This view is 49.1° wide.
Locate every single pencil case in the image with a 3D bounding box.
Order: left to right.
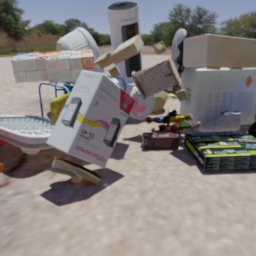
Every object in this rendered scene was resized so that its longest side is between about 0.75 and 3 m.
[{"bbox_3d":[-0.123,-1.289,11.697,1.230,1.342,2.958,-5,19,-29],"label":"pencil case"}]

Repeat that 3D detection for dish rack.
[{"bbox_3d":[-2.710,0.137,7.901,2.653,0.578,2.277,16,12,32],"label":"dish rack"}]

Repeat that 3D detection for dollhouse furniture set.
[{"bbox_3d":[0.388,-1.385,8.425,2.035,2.387,1.165,-21,22,23],"label":"dollhouse furniture set"}]

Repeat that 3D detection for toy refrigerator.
[{"bbox_3d":[2.837,-2.091,8.055,2.491,0.872,0.946,-5,11,-30],"label":"toy refrigerator"}]

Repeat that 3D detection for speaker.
[{"bbox_3d":[-0.077,-3.256,10.821,1.181,2.908,1.181,-4,37,3],"label":"speaker"}]

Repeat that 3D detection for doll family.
[{"bbox_3d":[1.356,-0.164,9.035,1.106,0.751,1.913,-5,-7,-24],"label":"doll family"}]

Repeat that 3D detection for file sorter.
[{"bbox_3d":[-1.537,-0.892,9.991,1.870,1.653,2.695,16,24,40],"label":"file sorter"}]

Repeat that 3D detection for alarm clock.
[{"bbox_3d":[-2.223,-1.966,14.514,1.794,0.886,2.660,11,23,33],"label":"alarm clock"}]

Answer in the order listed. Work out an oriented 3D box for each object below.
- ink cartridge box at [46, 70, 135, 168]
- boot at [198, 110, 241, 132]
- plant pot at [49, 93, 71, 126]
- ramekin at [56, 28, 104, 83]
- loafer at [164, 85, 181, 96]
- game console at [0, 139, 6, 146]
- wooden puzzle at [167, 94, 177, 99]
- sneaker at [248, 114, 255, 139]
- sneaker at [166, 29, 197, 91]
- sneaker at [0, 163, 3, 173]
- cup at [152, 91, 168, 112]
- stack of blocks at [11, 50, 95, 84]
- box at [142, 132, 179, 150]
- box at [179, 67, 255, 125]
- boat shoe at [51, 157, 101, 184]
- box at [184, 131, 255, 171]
[{"bbox_3d":[-0.751,-0.160,6.130,0.756,1.766,1.303,16,-11,38],"label":"ink cartridge box"},{"bbox_3d":[3.112,-0.258,9.527,1.510,0.722,0.555,-4,20,-12],"label":"boot"},{"bbox_3d":[-1.403,-0.437,7.319,1.105,1.074,1.081,-11,5,-33],"label":"plant pot"},{"bbox_3d":[-2.082,-2.845,11.777,1.137,2.441,2.441,-28,28,-21],"label":"ramekin"},{"bbox_3d":[2.033,-1.588,11.291,1.859,0.586,0.668,17,-1,-23],"label":"loafer"},{"bbox_3d":[-4.828,0.483,7.802,2.218,0.389,2.508,0,18,2],"label":"game console"},{"bbox_3d":[2.302,-1.678,14.802,0.790,0.147,0.730,16,25,41],"label":"wooden puzzle"},{"bbox_3d":[4.272,-0.107,8.625,1.424,0.983,2.561,6,24,-9],"label":"sneaker"},{"bbox_3d":[2.032,-2.243,9.746,1.214,2.133,0.805,8,22,-9],"label":"sneaker"},{"bbox_3d":[-3.474,0.603,6.174,1.522,1.054,2.716,11,36,-12],"label":"sneaker"},{"bbox_3d":[1.073,-1.356,12.062,1.536,1.536,1.099,-4,44,-12],"label":"cup"},{"bbox_3d":[-2.503,-2.105,9.622,2.671,0.782,1.538,-5,24,-6],"label":"stack of blocks"},{"bbox_3d":[0.933,0.369,8.177,1.025,0.384,0.513,-2,18,-2],"label":"box"},{"bbox_3d":[3.435,-1.242,10.331,2.701,2.057,1.436,-4,20,-12],"label":"box"},{"bbox_3d":[-1.141,1.007,6.129,1.118,0.371,0.414,23,-2,2],"label":"boat shoe"},{"bbox_3d":[2.643,0.560,7.485,1.895,0.450,1.830,-1,20,-5],"label":"box"}]
